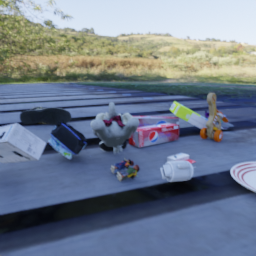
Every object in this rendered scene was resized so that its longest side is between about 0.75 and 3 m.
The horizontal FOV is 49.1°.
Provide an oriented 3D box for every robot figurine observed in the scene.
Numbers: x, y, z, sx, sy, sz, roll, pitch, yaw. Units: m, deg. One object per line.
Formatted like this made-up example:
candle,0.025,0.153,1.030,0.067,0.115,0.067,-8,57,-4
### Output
robot figurine,1.431,1.233,7.999,1.015,0.573,0.861,0,-26,-21

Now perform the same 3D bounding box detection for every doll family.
doll family,-0.048,1.251,8.589,0.775,0.526,1.340,-25,26,-16

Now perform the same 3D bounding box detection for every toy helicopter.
toy helicopter,3.890,-0.554,12.560,0.873,2.213,1.464,12,36,42

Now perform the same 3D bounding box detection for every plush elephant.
plush elephant,-0.517,-0.164,10.345,1.633,1.983,1.535,-8,55,-5

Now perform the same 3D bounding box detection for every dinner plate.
dinner plate,4.294,1.532,7.910,2.672,0.324,2.672,-1,14,0

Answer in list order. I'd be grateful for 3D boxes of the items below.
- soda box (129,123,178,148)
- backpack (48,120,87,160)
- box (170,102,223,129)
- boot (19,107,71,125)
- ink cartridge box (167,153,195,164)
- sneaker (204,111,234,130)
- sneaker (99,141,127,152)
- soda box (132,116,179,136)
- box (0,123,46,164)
soda box,1.131,0.289,12.193,2.228,0.706,0.780,-8,11,-32
backpack,-2.215,0.449,10.178,1.290,1.036,1.410,40,-2,-6
box,3.351,-0.443,13.944,2.447,0.583,1.492,27,11,-8
boot,-4.669,-0.804,16.317,2.762,0.997,2.086,-2,11,-8
ink cartridge box,1.896,1.124,9.937,0.777,0.174,0.684,-11,16,-37
sneaker,4.739,-0.398,14.888,0.711,0.837,1.912,-9,16,-34
sneaker,-0.686,0.700,11.300,1.216,0.428,0.569,-4,5,-31
soda box,1.189,-0.100,13.514,2.490,0.872,0.790,1,10,3
box,-3.534,0.515,8.316,1.960,0.589,1.143,-10,-39,37
